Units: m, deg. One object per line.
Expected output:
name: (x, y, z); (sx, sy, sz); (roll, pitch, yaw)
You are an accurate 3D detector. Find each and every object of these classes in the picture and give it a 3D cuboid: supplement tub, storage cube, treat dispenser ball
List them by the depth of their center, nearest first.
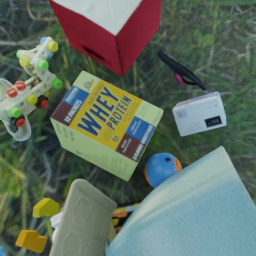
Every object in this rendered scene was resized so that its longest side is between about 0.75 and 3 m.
supplement tub: (-0.848, 2.617, 6.082); (1.320, 1.320, 1.825); (-23, 76, -6)
treat dispenser ball: (0.843, 1.048, 6.755); (0.893, 0.893, 0.893); (0, 74, 0)
storage cube: (-0.447, -2.981, 7.244); (1.938, 2.038, 2.267); (33, 81, 11)

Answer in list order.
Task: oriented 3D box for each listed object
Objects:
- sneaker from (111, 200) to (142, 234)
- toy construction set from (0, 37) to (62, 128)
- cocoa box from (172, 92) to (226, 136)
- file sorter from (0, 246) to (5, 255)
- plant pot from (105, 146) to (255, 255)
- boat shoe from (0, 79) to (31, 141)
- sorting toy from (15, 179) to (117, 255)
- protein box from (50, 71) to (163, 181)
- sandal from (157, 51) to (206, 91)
sneaker: (0.362, 2.142, 6.674); (1.634, 0.571, 0.735); (-7, 85, 0)
toy construction set: (-2.602, -0.983, 6.524); (2.448, 1.605, 1.127); (-33, 57, -23)
cocoa box: (1.766, -0.350, 6.895); (1.103, 0.724, 0.735); (-16, 103, 24)
file sorter: (-3.893, 1.830, 5.424); (1.890, 1.671, 2.723); (-27, 74, -37)
plant pot: (1.195, 2.213, 5.115); (2.666, 2.610, 2.617); (-28, 86, 14)
boat shoe: (-3.103, -0.559, 7.364); (0.687, 0.592, 1.908); (-29, 77, -9)
sorting toy: (-0.963, 1.736, 4.855); (0.285, 2.128, 1.586); (-2, 56, 30)
protein box: (-0.476, 0.059, 6.420); (1.913, 1.899, 1.291); (27, 68, 5)
sandal: (1.264, -1.328, 6.864); (1.533, 0.576, 0.345); (29, 115, -19)
